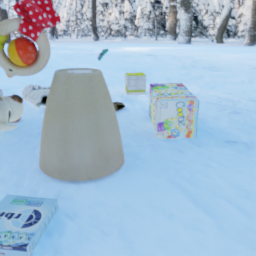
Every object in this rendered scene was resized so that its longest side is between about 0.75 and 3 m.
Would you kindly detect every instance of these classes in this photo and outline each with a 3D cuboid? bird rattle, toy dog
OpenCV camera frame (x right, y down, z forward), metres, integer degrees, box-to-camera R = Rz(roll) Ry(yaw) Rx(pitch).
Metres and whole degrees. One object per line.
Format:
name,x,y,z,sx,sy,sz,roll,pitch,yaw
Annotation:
bird rattle,-2.662,-2.188,6.921,2.212,1.803,1.246,-21,36,-6
toy dog,-4.900,-0.660,10.743,2.029,1.460,2.093,9,21,11

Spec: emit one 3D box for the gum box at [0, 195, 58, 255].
gum box,-2.241,1.919,5.628,1.207,0.317,1.421,3,22,8

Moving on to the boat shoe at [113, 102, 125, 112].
boat shoe,-0.674,-0.965,12.777,0.440,0.466,1.295,18,28,40

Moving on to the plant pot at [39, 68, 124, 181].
plant pot,-1.342,-0.286,7.918,2.495,2.664,2.495,0,18,0

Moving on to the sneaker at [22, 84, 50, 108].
sneaker,-3.648,-1.599,13.872,1.202,1.114,2.966,36,38,29

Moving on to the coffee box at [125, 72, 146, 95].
coffee box,0.396,-2.524,15.873,1.111,1.099,1.109,-2,22,-6

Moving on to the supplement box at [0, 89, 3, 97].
supplement box,-6.915,-1.663,14.256,0.688,0.702,1.359,-19,27,-38

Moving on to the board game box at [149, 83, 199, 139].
board game box,1.645,-0.757,10.864,1.432,1.458,2.781,-1,20,-2

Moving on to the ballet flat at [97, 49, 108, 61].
ballet flat,-1.287,-3.686,13.863,0.278,0.803,0.286,2,51,-49
